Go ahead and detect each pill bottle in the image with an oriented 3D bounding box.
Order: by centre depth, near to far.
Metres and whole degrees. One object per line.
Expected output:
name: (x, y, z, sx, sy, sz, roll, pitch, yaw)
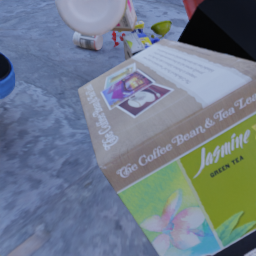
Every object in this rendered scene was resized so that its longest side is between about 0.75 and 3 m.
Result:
pill bottle: (-0.739, -3.052, 6.672, 1.442, 1.442, 2.565, 1, 24, 1)
pill bottle: (-1.803, -3.927, 12.527, 1.194, 0.680, 0.680, 15, 42, 17)

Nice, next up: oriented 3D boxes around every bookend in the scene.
bookend: (2.144, -1.505, 5.899, 2.133, 2.120, 0.983, 44, 77, 4)

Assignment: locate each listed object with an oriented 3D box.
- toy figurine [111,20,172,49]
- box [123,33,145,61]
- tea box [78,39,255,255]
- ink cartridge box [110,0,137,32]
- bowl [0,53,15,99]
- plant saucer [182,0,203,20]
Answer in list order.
toy figurine: (0.760, -3.517, 12.078, 2.679, 1.413, 1.605, -13, 70, -12)
box: (0.167, -1.634, 6.711, 0.324, 1.078, 0.629, -19, 59, -7)
tea box: (0.577, 0.311, 3.183, 1.397, 2.056, 2.090, -31, 27, 0)
ink cartridge box: (-0.586, -3.918, 9.145, 1.391, 1.689, 0.634, 9, 74, 17)
bowl: (-3.805, -1.366, 6.477, 2.248, 0.441, 2.248, 15, 36, -11)
plant saucer: (3.034, -3.448, 7.971, 0.497, 2.706, 2.711, -24, 7, -42)
